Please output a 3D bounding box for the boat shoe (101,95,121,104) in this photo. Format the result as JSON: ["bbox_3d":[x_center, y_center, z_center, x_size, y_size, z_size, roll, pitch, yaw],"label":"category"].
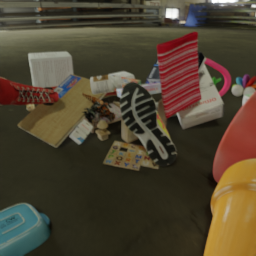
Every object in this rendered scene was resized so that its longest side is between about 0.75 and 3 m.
[{"bbox_3d":[-1.063,-1.045,11.653,2.092,0.753,0.711,-7,24,-23],"label":"boat shoe"}]

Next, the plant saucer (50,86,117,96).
[{"bbox_3d":[-2.022,-1.591,12.924,2.796,0.514,2.801,-14,22,-27],"label":"plant saucer"}]

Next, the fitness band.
[{"bbox_3d":[3.332,-2.088,11.851,2.036,1.463,0.381,28,9,-4],"label":"fitness band"}]

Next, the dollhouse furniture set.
[{"bbox_3d":[-0.380,-0.883,10.083,2.461,1.409,2.885,-20,38,-28],"label":"dollhouse furniture set"}]

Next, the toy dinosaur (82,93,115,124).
[{"bbox_3d":[-1.031,-0.625,9.273,1.279,0.653,0.868,34,61,18],"label":"toy dinosaur"}]

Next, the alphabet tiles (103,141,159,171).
[{"bbox_3d":[0.177,0.845,8.299,1.546,0.058,1.293,10,28,9],"label":"alphabet tiles"}]

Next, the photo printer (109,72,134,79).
[{"bbox_3d":[-0.474,-2.775,15.712,1.320,0.458,1.098,-19,32,-34],"label":"photo printer"}]

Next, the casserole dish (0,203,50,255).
[{"bbox_3d":[-2.498,2.090,5.431,2.008,0.389,1.216,-20,32,-38],"label":"casserole dish"}]

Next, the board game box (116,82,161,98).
[{"bbox_3d":[0.426,-1.226,9.033,1.463,0.302,1.466,-10,10,-8],"label":"board game box"}]

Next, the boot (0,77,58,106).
[{"bbox_3d":[-3.179,-1.075,8.763,1.742,0.874,2.415,4,4,1],"label":"boot"}]

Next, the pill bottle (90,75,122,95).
[{"bbox_3d":[-0.575,-1.180,7.515,0.818,0.468,0.468,-8,25,1],"label":"pill bottle"}]

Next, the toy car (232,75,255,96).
[{"bbox_3d":[5.745,-2.044,13.494,1.362,1.022,1.192,21,33,38],"label":"toy car"}]

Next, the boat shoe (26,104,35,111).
[{"bbox_3d":[-4.096,-0.842,11.785,0.339,0.361,0.979,-24,32,-18],"label":"boat shoe"}]

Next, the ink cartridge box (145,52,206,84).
[{"bbox_3d":[1.480,-2.064,9.882,0.466,1.183,2.378,33,-11,-36],"label":"ink cartridge box"}]

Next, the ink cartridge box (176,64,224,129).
[{"bbox_3d":[2.332,-1.208,10.136,1.548,0.901,2.125,-18,58,7],"label":"ink cartridge box"}]

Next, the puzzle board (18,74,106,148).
[{"bbox_3d":[-2.252,-0.726,9.982,2.187,0.252,2.902,21,61,35],"label":"puzzle board"}]

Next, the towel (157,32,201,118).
[{"bbox_3d":[1.578,-1.573,8.341,1.616,2.234,0.251,-27,30,-30],"label":"towel"}]

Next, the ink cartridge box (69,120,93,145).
[{"bbox_3d":[-1.540,0.131,9.234,0.250,0.435,0.750,-33,20,51],"label":"ink cartridge box"}]

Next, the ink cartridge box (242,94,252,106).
[{"bbox_3d":[6.646,-0.908,11.491,2.952,0.739,2.375,-13,29,-23],"label":"ink cartridge box"}]

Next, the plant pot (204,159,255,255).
[{"bbox_3d":[2.065,1.861,4.260,2.086,2.086,1.910,18,46,33],"label":"plant pot"}]

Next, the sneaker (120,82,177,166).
[{"bbox_3d":[0.513,-0.130,8.057,0.983,2.516,1.136,-24,10,8],"label":"sneaker"}]

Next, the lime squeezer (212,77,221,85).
[{"bbox_3d":[4.221,-2.341,14.953,2.958,0.558,1.045,-14,-2,-25],"label":"lime squeezer"}]

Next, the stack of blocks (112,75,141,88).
[{"bbox_3d":[-0.493,-2.169,14.261,2.010,0.589,1.157,18,30,33],"label":"stack of blocks"}]

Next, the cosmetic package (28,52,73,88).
[{"bbox_3d":[-4.023,-2.973,14.649,2.042,1.708,1.698,-8,25,-19],"label":"cosmetic package"}]

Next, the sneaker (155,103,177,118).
[{"bbox_3d":[1.910,-1.050,11.307,2.472,1.067,0.960,1,25,1],"label":"sneaker"}]

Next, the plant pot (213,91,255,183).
[{"bbox_3d":[3.692,0.718,5.874,2.878,2.878,2.546,-20,42,-36],"label":"plant pot"}]
